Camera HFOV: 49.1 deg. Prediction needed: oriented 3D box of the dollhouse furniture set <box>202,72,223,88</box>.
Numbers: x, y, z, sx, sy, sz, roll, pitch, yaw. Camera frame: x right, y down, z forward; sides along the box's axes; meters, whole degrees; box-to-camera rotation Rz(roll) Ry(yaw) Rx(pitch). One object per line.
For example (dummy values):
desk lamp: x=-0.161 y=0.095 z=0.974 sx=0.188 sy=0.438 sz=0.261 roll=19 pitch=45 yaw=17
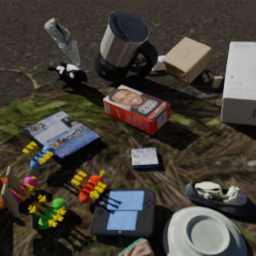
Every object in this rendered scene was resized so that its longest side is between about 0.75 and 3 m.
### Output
dollhouse furniture set: x=4.046 y=-2.383 z=13.192 sx=0.774 sy=0.548 sz=0.842 roll=-4 pitch=50 yaw=-10

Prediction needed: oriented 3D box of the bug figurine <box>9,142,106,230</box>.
bug figurine: x=-2.179 y=1.650 z=8.192 sx=2.963 sy=0.762 sz=2.298 roll=27 pitch=52 yaw=24

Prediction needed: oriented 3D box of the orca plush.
orca plush: x=-2.924 y=-2.306 z=12.842 sx=2.857 sy=1.503 sz=1.016 roll=25 pitch=79 yaw=37

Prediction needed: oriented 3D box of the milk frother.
milk frother: x=0.133 y=-3.887 z=12.954 sx=2.705 sy=2.819 sz=2.997 roll=21 pitch=60 yaw=-12

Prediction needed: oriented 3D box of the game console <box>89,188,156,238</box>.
game console: x=-0.103 y=2.247 z=7.573 sx=1.673 sy=0.260 sz=1.480 roll=-4 pitch=34 yaw=13

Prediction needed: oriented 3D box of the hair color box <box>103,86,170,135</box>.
hair color box: x=0.323 y=-0.746 z=10.943 sx=2.412 sy=0.739 sz=1.224 roll=24 pitch=51 yaw=31

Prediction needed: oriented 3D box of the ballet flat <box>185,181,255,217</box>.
ballet flat: x=2.645 y=1.931 z=7.880 sx=2.060 sy=0.753 sz=0.753 roll=13 pitch=41 yaw=15

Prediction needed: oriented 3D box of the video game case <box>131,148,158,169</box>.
video game case: x=0.542 y=1.013 z=9.402 sx=0.826 sy=0.188 sz=0.749 roll=-3 pitch=40 yaw=-1

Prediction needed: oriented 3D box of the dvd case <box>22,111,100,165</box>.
dvd case: x=-2.470 y=0.258 z=10.255 sx=2.476 sy=0.217 sz=1.767 roll=31 pitch=48 yaw=34

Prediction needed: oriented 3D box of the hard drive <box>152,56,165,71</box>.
hard drive: x=1.967 y=-3.487 z=14.923 sx=1.783 sy=0.234 sz=1.176 roll=-11 pitch=40 yaw=-14

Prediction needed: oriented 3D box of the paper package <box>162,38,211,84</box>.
paper package: x=2.848 y=-3.272 z=13.583 sx=1.800 sy=0.931 sz=1.716 roll=-44 pitch=55 yaw=-10

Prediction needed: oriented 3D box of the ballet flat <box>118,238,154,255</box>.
ballet flat: x=-0.175 y=3.213 z=6.408 sx=1.837 sy=0.625 sz=0.618 roll=-23 pitch=54 yaw=-24

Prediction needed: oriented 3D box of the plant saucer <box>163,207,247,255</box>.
plant saucer: x=1.924 y=2.766 z=7.002 sx=2.074 sy=0.521 sz=2.074 roll=0 pitch=40 yaw=0

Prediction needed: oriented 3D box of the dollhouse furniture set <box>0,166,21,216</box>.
dollhouse furniture set: x=-4.010 y=2.368 z=7.048 sx=2.400 sy=1.237 sz=2.375 roll=-17 pitch=34 yaw=-3

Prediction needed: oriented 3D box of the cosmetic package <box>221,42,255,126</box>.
cosmetic package: x=5.117 y=-1.662 z=10.565 sx=2.768 sy=1.707 sz=2.776 roll=7 pitch=60 yaw=19

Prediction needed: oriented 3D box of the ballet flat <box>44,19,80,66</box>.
ballet flat: x=-2.669 y=-3.688 z=11.908 sx=2.222 sy=0.797 sz=0.797 roll=51 pitch=49 yaw=-6
